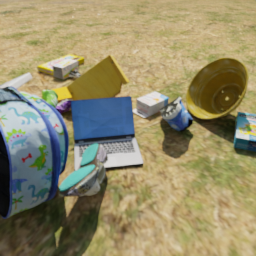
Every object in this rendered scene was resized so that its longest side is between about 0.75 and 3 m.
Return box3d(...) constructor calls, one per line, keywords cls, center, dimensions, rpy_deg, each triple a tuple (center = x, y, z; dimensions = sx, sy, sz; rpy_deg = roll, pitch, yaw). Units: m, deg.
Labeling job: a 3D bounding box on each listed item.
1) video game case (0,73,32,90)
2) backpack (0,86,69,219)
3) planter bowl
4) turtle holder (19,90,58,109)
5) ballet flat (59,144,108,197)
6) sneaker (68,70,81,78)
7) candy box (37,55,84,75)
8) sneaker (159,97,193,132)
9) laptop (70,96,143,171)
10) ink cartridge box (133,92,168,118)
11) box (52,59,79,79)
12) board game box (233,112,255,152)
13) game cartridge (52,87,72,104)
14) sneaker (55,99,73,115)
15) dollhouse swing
box3d(cls="video game case", center=(-4.997, -1.184, 10.261), dimensions=(2.377, 0.305, 2.614), rpy_deg=(-20, 22, 9))
box3d(cls="backpack", center=(-2.625, 0.481, 6.752), dimensions=(2.060, 2.565, 2.803), rpy_deg=(-12, 35, -39))
box3d(cls="planter bowl", center=(3.451, -1.253, 10.361), dimensions=(1.031, 2.476, 2.476), rpy_deg=(28, 15, -37))
box3d(cls="turtle holder", center=(-3.368, -0.457, 8.679), dimensions=(1.751, 2.304, 1.636), rpy_deg=(33, 1, -40))
box3d(cls="ballet flat", center=(-0.946, 1.184, 6.978), dimensions=(0.858, 0.858, 2.385), rpy_deg=(5, 21, 7))
box3d(cls="sneaker", center=(-2.441, -2.569, 13.383), dimensions=(0.862, 0.390, 0.287), rpy_deg=(9, 4, 16))
box3d(cls="candy box", center=(-3.495, -3.347, 14.716), dimensions=(1.172, 0.303, 2.293), rpy_deg=(18, 37, 30))
box3d(cls="sneaker", center=(1.689, -0.393, 9.784), dimensions=(0.890, 1.010, 2.267), rpy_deg=(-32, 9, 18))
box3d(cls="laptop", center=(-0.700, 0.115, 8.551), dimensions=(1.993, 1.233, 2.128), rpy_deg=(-6, 33, -7))
box3d(cls="ink cartridge box", center=(0.842, -0.908, 10.830), dimensions=(1.321, 0.448, 0.760), rpy_deg=(-26, 41, -34))
box3d(cls="box", center=(-3.060, -2.915, 13.783), dimensions=(0.654, 0.589, 1.163), rpy_deg=(18, 37, 26))
box3d(cls="board game box", center=(4.249, 0.131, 9.272), dimensions=(1.326, 0.412, 1.757), rpy_deg=(11, 35, 16))
box3d(cls="game cartridge", center=(-2.758, -1.407, 11.869), dimensions=(1.043, 0.192, 1.183), rpy_deg=(-15, 34, -22))
box3d(cls="sneaker", center=(-2.471, -0.697, 10.558), dimensions=(1.162, 0.468, 0.485), rpy_deg=(-22, 39, -15))
box3d(cls="dollhouse swing", center=(-0.979, -1.554, 10.948), dimensions=(2.055, 1.807, 1.868), rpy_deg=(-34, 73, 10))
